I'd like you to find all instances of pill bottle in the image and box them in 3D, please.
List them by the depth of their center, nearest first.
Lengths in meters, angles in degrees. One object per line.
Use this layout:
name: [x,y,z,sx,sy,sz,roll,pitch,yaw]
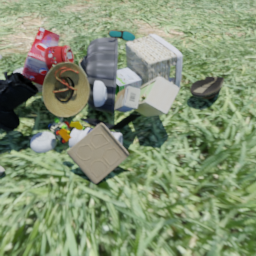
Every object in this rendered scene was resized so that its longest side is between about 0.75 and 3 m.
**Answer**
pill bottle: [-1.081,0.514,9.375,1.629,0.975,0.975,10,40,12]

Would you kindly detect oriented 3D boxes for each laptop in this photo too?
laptop: [-0.572,-0.365,9.705,1.619,0.836,1.435,22,7,15]

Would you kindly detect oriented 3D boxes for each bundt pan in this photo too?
bundt pan: [-1.061,-2.029,10.841,1.136,3.028,3.028,2,39,-5]

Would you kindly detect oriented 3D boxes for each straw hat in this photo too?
straw hat: [-2.147,-1.294,9.144,1.768,1.768,0.748,-28,34,-30]

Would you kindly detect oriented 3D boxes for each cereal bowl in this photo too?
cereal bowl: [-0.901,-1.111,9.184,0.352,0.845,0.845,2,39,2]
cereal bowl: [-3.024,0.443,9.944,0.922,0.384,0.922,0,40,0]

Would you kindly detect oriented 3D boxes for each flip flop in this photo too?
flip flop: [3.552,-1.716,12.391,1.115,0.792,2.750,15,26,24]

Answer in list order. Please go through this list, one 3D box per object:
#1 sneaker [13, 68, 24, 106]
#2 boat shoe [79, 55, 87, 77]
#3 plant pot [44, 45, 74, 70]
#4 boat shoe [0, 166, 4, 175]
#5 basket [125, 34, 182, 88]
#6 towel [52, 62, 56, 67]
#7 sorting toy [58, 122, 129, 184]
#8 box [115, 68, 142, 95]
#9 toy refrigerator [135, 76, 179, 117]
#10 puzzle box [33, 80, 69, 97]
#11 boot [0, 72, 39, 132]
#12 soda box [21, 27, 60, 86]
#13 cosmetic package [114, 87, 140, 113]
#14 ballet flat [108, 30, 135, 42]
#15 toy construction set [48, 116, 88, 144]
sneaker: [-4.722,-1.508,11.657,0.927,1.182,2.378,-18,37,44]
boat shoe: [-1.402,-2.346,12.545,0.812,0.678,2.178,-31,80,-38]
plant pot: [-2.175,-2.228,8.984,0.733,0.805,0.805,-2,38,15]
boat shoe: [-4.512,1.253,8.878,1.284,0.461,0.382,21,85,13]
basket: [1.105,-2.962,13.055,1.659,1.823,2.689,-18,42,-15]
towel: [-3.274,-2.258,12.383,0.304,1.261,1.079,-7,31,24]
sorting toy: [-1.112,0.558,8.562,1.457,1.956,0.262,-40,6,2]
box: [-0.211,-2.121,12.876,1.189,0.651,1.347,-20,43,-24]
toy refrigerator: [0.828,-1.061,10.075,0.903,0.980,2.581,29,-4,-10]
puzzle box: [-3.109,-1.535,11.023,2.481,0.315,1.650,-7,4,19]
boot: [-3.741,-0.822,9.150,1.813,2.212,0.819,-35,69,4]
soda box: [-3.095,-2.616,10.055,0.840,0.928,2.650,19,33,-20]
cosmetic package: [-0.050,-0.938,9.566,0.463,0.685,1.302,12,-8,-16]
ballet flat: [-0.244,-3.302,9.969,1.004,0.341,0.363,2,23,-17]
toy construction set: [-2.116,-0.108,9.688,1.160,1.769,0.815,-46,46,-17]
